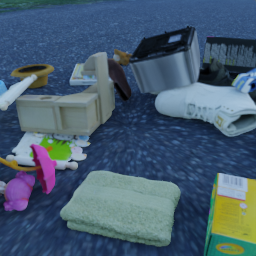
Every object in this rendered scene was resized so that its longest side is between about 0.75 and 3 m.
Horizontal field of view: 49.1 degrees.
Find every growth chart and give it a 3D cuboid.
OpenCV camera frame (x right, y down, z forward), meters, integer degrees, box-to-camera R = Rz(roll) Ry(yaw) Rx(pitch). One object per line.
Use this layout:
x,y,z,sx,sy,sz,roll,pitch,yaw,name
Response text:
-3.561,-0.853,8.154,2.289,0.203,1.657,-8,40,48,growth chart
-2.020,0.223,7.647,1.997,0.245,2.760,0,31,-1,growth chart

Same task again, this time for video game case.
-1.379,-2.301,11.902,1.894,0.238,2.081,-1,32,-1,video game case

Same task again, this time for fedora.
-3.672,-1.992,10.931,1.679,0.685,1.679,-5,28,3,fedora

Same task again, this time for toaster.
1.195,-2.118,8.677,1.917,1.258,2.120,-8,33,24,toaster

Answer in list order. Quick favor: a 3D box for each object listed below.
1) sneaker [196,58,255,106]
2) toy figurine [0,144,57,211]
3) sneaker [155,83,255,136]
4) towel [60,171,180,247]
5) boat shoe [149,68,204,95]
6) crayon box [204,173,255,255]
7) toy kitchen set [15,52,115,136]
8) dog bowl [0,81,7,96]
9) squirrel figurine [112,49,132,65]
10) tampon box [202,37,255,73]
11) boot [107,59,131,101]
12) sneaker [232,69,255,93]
3.341,-1.430,9.210,2.647,1.516,1.012,5,33,5,sneaker
-2.506,0.951,5.494,2.060,1.680,2.238,12,53,2,toy figurine
2.321,-0.536,8.101,2.934,1.081,1.695,-3,31,0,sneaker
-0.096,1.453,5.412,2.056,0.375,1.525,9,33,14,towel
2.146,-1.824,10.136,2.967,0.945,1.049,-4,44,2,boat shoe
2.650,1.715,4.595,2.549,0.743,1.514,10,32,16,crayon box
-1.685,-1.149,8.121,2.097,1.896,2.324,3,23,14,toy kitchen set
-5.213,-1.514,10.355,1.821,0.451,1.015,24,38,35,dog bowl
-0.231,-3.355,13.422,0.983,0.696,0.917,27,27,15,squirrel figurine
4.277,-3.036,11.644,2.063,1.303,1.546,11,16,19,tampon box
-0.353,-1.665,9.567,0.554,1.532,1.274,-30,12,10,boot
3.742,-1.389,8.442,1.394,0.515,0.573,-23,57,-29,sneaker
